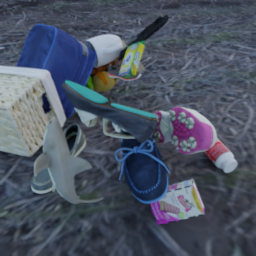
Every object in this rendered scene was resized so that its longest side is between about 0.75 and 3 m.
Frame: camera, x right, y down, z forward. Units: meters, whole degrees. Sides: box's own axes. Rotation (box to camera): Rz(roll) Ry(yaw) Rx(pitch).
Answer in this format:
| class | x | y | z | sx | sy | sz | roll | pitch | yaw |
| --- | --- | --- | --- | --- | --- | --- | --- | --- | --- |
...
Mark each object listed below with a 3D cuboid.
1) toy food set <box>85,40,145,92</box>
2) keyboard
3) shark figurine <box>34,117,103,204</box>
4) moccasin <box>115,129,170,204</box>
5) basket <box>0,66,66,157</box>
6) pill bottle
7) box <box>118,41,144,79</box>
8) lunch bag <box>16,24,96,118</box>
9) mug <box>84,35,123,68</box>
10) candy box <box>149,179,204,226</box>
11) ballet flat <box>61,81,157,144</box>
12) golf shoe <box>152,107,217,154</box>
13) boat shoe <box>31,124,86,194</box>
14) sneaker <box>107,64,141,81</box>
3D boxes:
| class | x | y | z | sx | sy | sz | roll | pitch | yaw |
| --- | --- | --- | --- | --- | --- | --- | --- | --- | --- |
| toy food set | -1.033 | -2.236 | 10.392 | 2.863 | 0.575 | 1.976 | -29 | 70 | -6 |
| keyboard | 0.578 | -3.140 | 9.600 | 2.220 | 1.410 | 0.229 | -42 | 91 | -11 |
| shark figurine | -1.140 | 0.991 | 5.850 | 0.947 | 2.270 | 1.356 | -12 | 25 | 8 |
| moccasin | 0.159 | 0.564 | 7.032 | 1.188 | 1.007 | 2.952 | -22 | 34 | 1 |
| basket | -3.667 | -0.535 | 8.234 | 2.894 | 1.962 | 1.785 | 7 | 42 | 21 |
| pill bottle | 2.638 | 0.789 | 8.061 | 0.569 | 0.569 | 1.014 | -14 | 41 | -17 |
| box | 0.119 | -2.058 | 8.323 | 0.269 | 1.114 | 0.653 | 24 | -12 | -28 |
| lunch bag | -2.464 | -1.692 | 9.346 | 1.931 | 2.919 | 1.983 | 18 | 9 | -46 |
| mug | -0.717 | -2.723 | 9.665 | 1.150 | 0.968 | 1.312 | -27 | 23 | -24 |
| candy box | 1.069 | 1.697 | 6.355 | 1.109 | 0.756 | 0.338 | -21 | 9 | 16 |
| ballet flat | -0.562 | -0.307 | 6.455 | 2.483 | 0.907 | 0.907 | 23 | 43 | 14 |
| golf shoe | 1.523 | -0.017 | 6.916 | 1.292 | 1.064 | 2.824 | -2 | 7 | -14 |
| boat shoe | -1.976 | 0.770 | 7.932 | 0.880 | 0.746 | 2.416 | 14 | 40 | 16 |
| sneaker | -0.141 | -1.777 | 8.775 | 1.083 | 0.444 | 0.417 | 6 | 37 | 9 |
